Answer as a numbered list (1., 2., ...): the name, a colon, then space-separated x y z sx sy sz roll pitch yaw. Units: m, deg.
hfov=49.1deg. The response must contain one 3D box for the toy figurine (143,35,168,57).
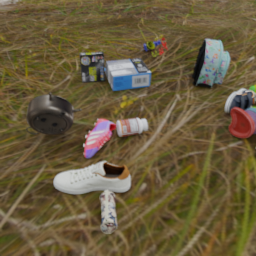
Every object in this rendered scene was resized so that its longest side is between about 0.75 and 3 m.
1. toy figurine: 1.343 -4.620 16.380 1.135 1.000 1.895 -7 23 42

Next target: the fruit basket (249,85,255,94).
1. fruit basket: 6.071 -1.544 11.742 1.806 1.302 1.806 10 46 -11

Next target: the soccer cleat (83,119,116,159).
1. soccer cleat: -0.973 0.342 9.623 0.747 0.651 1.953 11 35 7

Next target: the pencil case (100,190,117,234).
1. pencil case: -0.521 2.156 7.282 0.421 0.484 1.082 -2 36 -6

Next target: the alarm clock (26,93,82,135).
1. alarm clock: -2.759 -0.263 9.510 1.514 2.244 0.747 28 46 -37

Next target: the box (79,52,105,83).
1. box: -1.673 -2.844 13.212 1.121 1.399 0.310 -4 37 -7

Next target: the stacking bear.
1. stacking bear: 4.665 -0.345 10.042 1.783 1.083 1.014 -18 32 -23

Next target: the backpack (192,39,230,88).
1. backpack: 3.815 -3.012 12.918 1.508 2.004 1.779 5 36 8

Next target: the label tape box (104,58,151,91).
1. label tape box: -0.141 -2.815 13.670 1.809 0.794 2.508 -9 38 -12

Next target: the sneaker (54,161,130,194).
1. sneaker: -1.057 1.313 8.043 2.230 0.944 0.812 -2 38 0

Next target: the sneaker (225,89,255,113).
1. sneaker: 4.655 -1.093 11.393 0.767 0.758 1.933 23 41 36

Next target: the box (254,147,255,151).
1. box: 4.752 0.547 9.541 0.457 0.342 0.912 31 47 33

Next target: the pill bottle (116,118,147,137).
1. pill bottle: 0.140 -0.035 10.127 1.051 0.590 0.590 -8 38 -13
